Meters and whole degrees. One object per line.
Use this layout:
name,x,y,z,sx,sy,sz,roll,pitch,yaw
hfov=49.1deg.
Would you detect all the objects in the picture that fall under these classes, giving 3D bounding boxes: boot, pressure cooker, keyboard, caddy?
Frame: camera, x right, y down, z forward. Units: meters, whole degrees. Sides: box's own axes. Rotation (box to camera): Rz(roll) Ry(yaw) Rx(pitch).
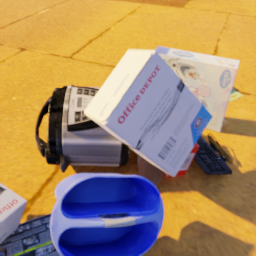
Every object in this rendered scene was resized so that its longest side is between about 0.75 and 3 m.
boot,0.534,0.720,8.921,0.795,2.264,1.655,4,3,-14
pressure cooker,-1.372,-0.011,8.612,2.866,2.560,2.521,3,13,-3
keyboard,2.526,0.528,9.327,1.357,0.517,2.607,2,34,-24
caddy,-0.437,1.880,5.989,2.551,1.804,1.339,5,-4,-28

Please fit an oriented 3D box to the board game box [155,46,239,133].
board game box,2.225,-1.328,10.044,2.757,2.770,0.601,17,47,18

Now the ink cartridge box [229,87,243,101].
ink cartridge box,4.387,-1.682,12.449,0.859,0.283,1.181,-24,44,-26

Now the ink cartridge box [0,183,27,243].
ink cartridge box,-3.627,1.753,6.230,2.117,0.876,1.542,30,25,7

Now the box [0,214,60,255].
box,-1.967,3.049,6.556,2.445,0.541,1.959,-16,43,-18

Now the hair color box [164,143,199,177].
hair color box,1.271,0.344,9.150,0.718,1.245,2.246,0,37,-22

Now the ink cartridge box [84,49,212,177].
ink cartridge box,0.585,-0.324,6.915,1.945,2.690,1.133,-56,36,-7
